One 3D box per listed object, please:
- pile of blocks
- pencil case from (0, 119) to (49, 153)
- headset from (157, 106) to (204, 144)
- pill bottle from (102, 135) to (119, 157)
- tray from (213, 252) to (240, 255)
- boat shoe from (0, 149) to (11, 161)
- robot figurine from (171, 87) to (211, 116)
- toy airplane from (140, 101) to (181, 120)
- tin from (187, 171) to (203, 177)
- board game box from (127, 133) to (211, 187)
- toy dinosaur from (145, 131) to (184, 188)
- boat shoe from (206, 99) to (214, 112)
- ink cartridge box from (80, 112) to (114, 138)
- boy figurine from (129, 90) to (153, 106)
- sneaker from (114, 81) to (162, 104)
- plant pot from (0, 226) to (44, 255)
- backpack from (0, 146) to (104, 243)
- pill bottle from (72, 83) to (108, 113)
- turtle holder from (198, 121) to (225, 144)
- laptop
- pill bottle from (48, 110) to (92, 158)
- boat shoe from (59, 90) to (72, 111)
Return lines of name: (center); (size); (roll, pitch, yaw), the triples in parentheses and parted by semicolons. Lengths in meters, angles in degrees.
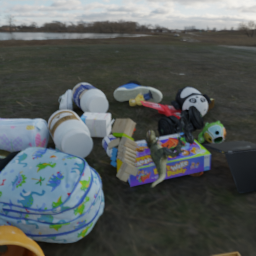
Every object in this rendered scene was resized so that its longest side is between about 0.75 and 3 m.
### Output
pile of blocks: (-0.087, 0.668, 8.200); (0.834, 0.631, 2.031); (-24, 50, 35)
pencil case: (-4.375, 0.219, 10.049); (2.965, 1.345, 1.232); (4, 23, 8)
headset: (1.995, 0.032, 10.229); (1.739, 1.323, 2.816); (-22, -9, 5)
pill bottle: (-0.453, 0.636, 8.796); (0.537, 0.537, 0.896); (-7, 25, -17)
tray: (1.841, 2.719, 5.490); (0.901, 0.167, 0.444); (-3, 22, -10)
boat shoe: (-4.674, 1.000, 9.153); (1.762, 0.579, 0.630); (8, 11, -21)
robot figurine: (3.037, -1.270, 13.606); (1.260, 1.517, 2.019); (37, 18, -27)
toy airplane: (1.940, -0.746, 13.449); (2.702, 0.497, 2.702); (13, 14, -3)
tin: (1.956, 1.304, 8.904); (0.863, 0.181, 0.483); (16, 26, 39)
board game box: (1.075, 0.935, 9.013); (2.559, 0.573, 1.721); (-10, 24, -11)
toy dinosaur: (1.052, 0.727, 7.935); (1.090, 0.587, 2.474); (-30, 24, 14)
boat shoe: (4.010, -1.200, 14.598); (0.533, 0.623, 1.700); (9, 14, 32)
ink cartridge box: (-1.254, -0.123, 11.591); (1.273, 0.797, 0.818); (4, 23, 9)
boy figurine: (0.659, -1.548, 14.862); (1.309, 0.422, 0.814); (-20, 50, 18)
sneaker: (0.732, -2.084, 16.023); (2.791, 1.071, 1.553); (3, 30, 25)
plant pot: (-2.205, 2.399, 4.898); (1.425, 1.425, 1.305); (-9, 8, -22)
backpack: (-1.891, 1.505, 6.399); (2.707, 2.081, 2.208); (21, 41, 9)
pill bottle: (-1.895, -1.391, 14.022); (1.305, 1.305, 2.352); (-11, 24, -25)
turtle holder: (3.244, 0.230, 10.792); (1.028, 0.781, 0.730); (5, 38, -12)
laptop: (3.497, 1.105, 8.666); (1.669, 1.033, 1.782); (-3, 10, -19)
pill bottle: (-2.081, 0.233, 10.086); (1.263, 1.263, 2.209); (-10, 24, -22)
boat shoe: (-3.365, -1.517, 15.030); (0.703, 0.775, 2.107); (-3, 23, -10)
